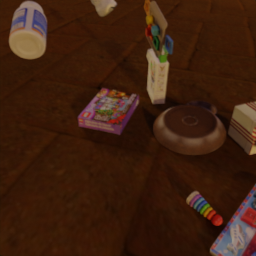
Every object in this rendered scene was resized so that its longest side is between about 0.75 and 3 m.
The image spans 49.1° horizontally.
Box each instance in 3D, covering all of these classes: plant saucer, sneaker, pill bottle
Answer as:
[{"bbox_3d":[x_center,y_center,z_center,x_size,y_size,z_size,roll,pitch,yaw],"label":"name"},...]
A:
[{"bbox_3d":[2.931,-0.693,11.353,1.262,0.231,1.262,-1,35,0],"label":"plant saucer"},{"bbox_3d":[-1.186,-5.100,10.944,0.815,0.952,2.186,-40,50,6],"label":"sneaker"},{"bbox_3d":[2.220,-0.110,10.142,2.622,0.480,2.622,-1,41,1],"label":"plant saucer"},{"bbox_3d":[-4.044,-4.092,11.492,1.356,1.356,2.420,-5,53,-6],"label":"pill bottle"}]

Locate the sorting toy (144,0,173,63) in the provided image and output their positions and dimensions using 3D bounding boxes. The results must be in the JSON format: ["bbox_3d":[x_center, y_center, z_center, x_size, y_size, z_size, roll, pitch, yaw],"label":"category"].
[{"bbox_3d":[0.924,-3.572,10.293,0.374,1.545,2.744,-13,61,-11],"label":"sorting toy"}]

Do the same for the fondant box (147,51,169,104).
[{"bbox_3d":[1.231,-2.150,11.959,0.547,1.879,1.356,-5,37,-6],"label":"fondant box"}]

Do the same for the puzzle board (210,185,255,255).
[{"bbox_3d":[3.688,2.602,6.712,2.254,0.260,2.991,27,44,33],"label":"puzzle board"}]

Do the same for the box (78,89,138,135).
[{"bbox_3d":[-0.709,-0.731,11.175,1.667,0.476,2.436,10,37,14],"label":"box"}]

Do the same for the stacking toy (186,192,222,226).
[{"bbox_3d":[2.010,2.141,7.295,0.427,0.427,1.000,-23,49,-29],"label":"stacking toy"}]

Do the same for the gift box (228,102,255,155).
[{"bbox_3d":[4.355,-0.061,9.395,1.422,1.541,1.439,-16,40,-13],"label":"gift box"}]

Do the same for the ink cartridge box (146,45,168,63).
[{"bbox_3d":[1.288,-3.290,12.457,0.866,0.632,0.364,-16,77,-7],"label":"ink cartridge box"}]
